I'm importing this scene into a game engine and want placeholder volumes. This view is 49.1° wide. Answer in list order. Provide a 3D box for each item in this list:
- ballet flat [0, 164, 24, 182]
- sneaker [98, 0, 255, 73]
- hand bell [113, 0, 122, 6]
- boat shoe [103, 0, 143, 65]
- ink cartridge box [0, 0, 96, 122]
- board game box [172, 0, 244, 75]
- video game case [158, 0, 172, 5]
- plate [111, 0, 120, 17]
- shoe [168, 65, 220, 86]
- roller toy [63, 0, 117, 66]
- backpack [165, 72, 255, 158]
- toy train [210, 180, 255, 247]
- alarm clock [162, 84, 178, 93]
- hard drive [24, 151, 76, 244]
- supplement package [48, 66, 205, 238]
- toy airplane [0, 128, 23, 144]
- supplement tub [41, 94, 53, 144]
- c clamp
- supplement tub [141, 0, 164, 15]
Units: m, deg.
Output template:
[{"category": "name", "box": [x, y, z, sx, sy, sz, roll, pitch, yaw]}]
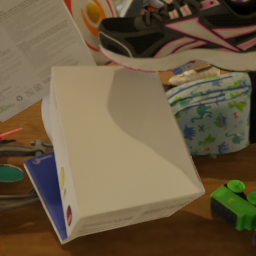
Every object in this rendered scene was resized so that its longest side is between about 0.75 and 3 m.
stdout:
[{"category": "ballet flat", "box": [-2.993, 0.996, 6.407, 1.248, 0.472, 0.399, 0, 19, -5]}, {"category": "sneaker", "box": [0.959, -1.714, 4.466, 2.880, 1.243, 1.157, -1, 47, -2]}, {"category": "hand bell", "box": [-0.939, -5.167, 10.733, 1.093, 1.093, 2.099, 10, 30, 19]}, {"category": "boat shoe", "box": [-0.463, -3.859, 10.562, 0.955, 2.978, 1.097, 35, 14, 18]}, {"category": "ink cartridge box", "box": [-2.290, -1.695, 5.648, 2.555, 2.560, 0.520, -31, 43, -3]}, {"category": "board game box", "box": [2.213, -2.931, 8.531, 2.762, 1.857, 0.618, -20, 44, 32]}, {"category": "video game case", "box": [1.383, -4.023, 8.034, 1.036, 1.143, 0.205, 43, 0, 18]}, {"category": "plate", "box": [-1.440, -3.584, 9.258, 2.654, 2.649, 0.429, -15, 27, 30]}, {"category": "shoe", "box": [3.005, -2.366, 12.648, 2.864, 0.764, 1.001, -15, 31, -27]}, {"category": "roller toy", "box": [-1.580, -2.860, 7.747, 2.045, 2.927, 2.670, -6, 48, 34]}, {"category": "backpack", "box": [2.049, -0.288, 7.257, 2.643, 2.156, 2.032, 3, 40, 19]}, {"category": "toy train", "box": [2.600, 1.839, 4.623, 0.819, 0.606, 2.905, -26, 36, -24]}, {"category": "alarm clock", "box": [1.032, -0.953, 9.804, 2.815, 0.937, 1.899, 7, 28, 20]}, {"category": "hard drive", "box": [-1.133, 1.180, 5.532, 1.201, 0.231, 1.820, -18, 54, -32]}, {"category": "supplement package", "box": [-0.243, 0.328, 5.068, 2.029, 1.445, 2.606, -5, 61, -22]}, {"category": "toy airplane", "box": [-3.791, 0.384, 7.282, 1.965, 0.361, 1.965, -6, 12, 1]}, {"category": "supplement tub", "box": [-0.680, -0.465, 7.538, 1.973, 1.973, 2.722, 24, 35, 39]}, {"category": "c clamp", "box": [-2.304, 0.897, 6.208, 2.200, 0.349, 2.575, 9, 26, -16]}, {"category": "supplement tub", "box": [0.866, -4.921, 10.824, 0.790, 0.790, 1.289, -18, 9, -32]}]
